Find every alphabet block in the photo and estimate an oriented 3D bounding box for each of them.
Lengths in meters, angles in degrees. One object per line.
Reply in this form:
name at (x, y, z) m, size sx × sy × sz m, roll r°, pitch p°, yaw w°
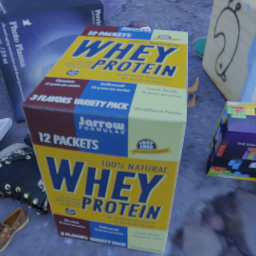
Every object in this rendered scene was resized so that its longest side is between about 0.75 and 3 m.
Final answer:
alphabet block at (4.203, -2.431, 8.114) m, size 2.934 × 2.918 × 2.988 m, roll -3°, pitch 38°, yaw -7°

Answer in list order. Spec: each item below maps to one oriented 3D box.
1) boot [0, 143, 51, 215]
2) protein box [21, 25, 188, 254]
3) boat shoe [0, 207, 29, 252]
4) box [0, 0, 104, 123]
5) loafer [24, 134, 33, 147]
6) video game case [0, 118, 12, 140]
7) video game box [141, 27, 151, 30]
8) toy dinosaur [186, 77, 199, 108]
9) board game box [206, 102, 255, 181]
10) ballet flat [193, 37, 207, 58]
boot at (-2.260, 1.217, 5.256) m, size 1.583 × 0.757 × 2.096 m, roll 24°, pitch 44°, yaw 25°
protein box at (-0.071, 0.079, 4.991) m, size 1.914 × 2.837 × 2.816 m, roll 6°, pitch 39°, yaw 8°
boat shoe at (-2.172, 1.793, 4.868) m, size 0.360 × 0.338 × 1.000 m, roll 20°, pitch 43°, yaw 23°
box at (-2.116, -2.005, 7.625) m, size 2.769 × 2.792 × 1.720 m, roll -18°, pitch 41°, yaw -20°
loafer at (-1.974, 0.429, 6.531) m, size 1.148 × 0.418 × 0.415 m, roll 13°, pitch 45°, yaw 17°
video game case at (-3.569, 0.371, 6.149) m, size 1.617 × 0.195 × 1.774 m, roll -16°, pitch 25°, yaw 1°
video game box at (0.377, -2.472, 9.577) m, size 2.259 × 0.529 × 2.058 m, roll -25°, pitch 62°, yaw -28°
toy dinosaur at (1.107, -0.896, 7.653) m, size 1.455 × 0.827 × 2.739 m, roll 8°, pitch 60°, yaw 10°
board game box at (2.814, 0.398, 5.290) m, size 2.303 × 1.904 × 0.653 m, roll 5°, pitch 59°, yaw 8°
ballet flat at (3.641, -2.907, 10.567) m, size 2.468 × 0.832 × 0.769 m, roll 10°, pitch 12°, yaw 7°
